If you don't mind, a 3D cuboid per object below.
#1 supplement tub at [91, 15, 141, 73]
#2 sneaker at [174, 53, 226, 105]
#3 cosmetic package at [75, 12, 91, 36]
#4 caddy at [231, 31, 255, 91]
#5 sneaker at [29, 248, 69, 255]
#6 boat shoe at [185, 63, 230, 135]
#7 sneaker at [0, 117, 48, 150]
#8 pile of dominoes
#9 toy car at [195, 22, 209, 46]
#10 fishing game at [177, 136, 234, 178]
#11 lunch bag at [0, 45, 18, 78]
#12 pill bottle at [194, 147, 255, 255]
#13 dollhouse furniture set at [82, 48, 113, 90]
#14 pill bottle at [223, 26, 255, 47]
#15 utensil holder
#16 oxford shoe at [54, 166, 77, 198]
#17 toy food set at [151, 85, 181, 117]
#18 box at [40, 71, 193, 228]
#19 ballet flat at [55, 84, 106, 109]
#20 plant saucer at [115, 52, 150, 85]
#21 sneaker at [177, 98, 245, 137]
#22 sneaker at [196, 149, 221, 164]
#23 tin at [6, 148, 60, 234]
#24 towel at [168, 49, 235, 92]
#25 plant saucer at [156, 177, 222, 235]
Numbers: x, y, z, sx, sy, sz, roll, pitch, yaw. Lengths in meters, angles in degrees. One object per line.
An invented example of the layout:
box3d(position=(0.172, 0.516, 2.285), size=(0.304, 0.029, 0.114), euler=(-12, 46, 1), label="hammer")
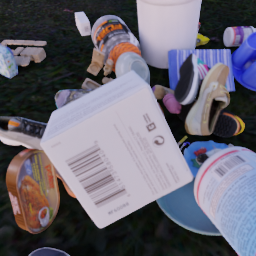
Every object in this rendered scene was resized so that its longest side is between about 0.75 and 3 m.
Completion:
box3d(position=(-0.471, -3.312, 11.219), size=(1.563, 1.563, 2.551), euler=(-13, 45, -13), label="supplement tub")
box3d(position=(2.338, -1.260, 8.840), size=(1.550, 1.073, 2.567), euler=(31, 41, -9), label="sneaker")
box3d(position=(-2.233, -5.123, 13.748), size=(0.483, 0.664, 1.306), euler=(-15, 45, -15), label="cosmetic package")
box3d(position=(5.282, -2.483, 10.449), size=(2.882, 1.513, 2.037), euler=(-12, 67, -11), label="caddy")
box3d(position=(-1.010, 3.070, 4.963), size=(2.791, 1.108, 1.095), euler=(33, 54, 31), label="sneaker")
box3d(position=(2.459, -0.792, 7.971), size=(0.773, 0.862, 2.330), euler=(16, 76, 43), label="boat shoe")
box3d(position=(-2.728, 0.125, 7.641), size=(2.101, 0.833, 0.776), euler=(6, 57, 13), label="sneaker")
box3d(position=(-4.785, -3.135, 12.046), size=(2.429, 0.387, 1.893), euler=(7, 47, 18), label="pile of dominoes")
box3d(position=(2.588, -4.341, 13.086), size=(1.954, 0.463, 2.076), euler=(-3, 43, -2), label="toy car")
box3d(position=(2.221, 0.789, 7.327), size=(2.255, 0.350, 1.614), euler=(28, 46, 35), label="fishing game")
box3d(position=(-4.766, -2.583, 10.718), size=(0.965, 1.200, 0.495), euler=(25, 51, 23), label="lunch bag")
box3d(position=(2.461, 1.627, 4.679), size=(1.598, 1.598, 2.939), euler=(-12, 26, -12), label="pill bottle")
box3d(position=(-1.004, -1.823, 9.528), size=(1.047, 0.897, 1.101), euler=(30, 69, -1), label="dollhouse furniture set")
box3d(position=(5.154, -4.103, 12.557), size=(1.498, 0.834, 0.834), euler=(-5, 44, -6), label="pill bottle")
box3d(position=(1.577, -4.195, 11.049), size=(2.452, 2.885, 2.452), euler=(-3, 47, 4), label="utensil holder")
box3d(position=(-1.707, 0.901, 7.371), size=(0.754, 0.771, 2.115), euler=(-33, 47, -29), label="oxford shoe")
box3d(position=(0.752, -0.687, 8.925), size=(1.735, 0.430, 2.729), euler=(26, 49, 25), label="toy food set")
box3d(position=(-0.231, 0.339, 5.955), size=(2.221, 2.210, 1.903), euler=(-28, 21, 2), label="box")
box3d(position=(-0.972, -0.867, 9.194), size=(2.759, 0.992, 0.992), euler=(-9, 45, -7), label="ballet flat")
box3d(position=(0.277, -1.979, 9.940), size=(0.388, 1.547, 1.547), euler=(-10, 25, 51), label="plant saucer")
box3d(position=(2.553, -0.365, 8.886), size=(1.038, 0.807, 2.307), euler=(-2, 26, -46), label="sneaker")
box3d(position=(2.064, 0.745, 7.159), size=(0.802, 0.290, 0.288), euler=(-15, 77, -21), label="sneaker")
box3d(position=(-2.019, 1.358, 6.085), size=(0.409, 1.954, 1.094), euler=(11, 27, 28), label="tin")
box3d(position=(2.669, -2.139, 10.309), size=(2.369, 0.282, 1.715), euler=(0, 74, 1), label="towel")
box3d(position=(1.807, 1.618, 6.728), size=(2.432, 0.437, 2.432), euler=(0, 34, 0), label="plant saucer")
